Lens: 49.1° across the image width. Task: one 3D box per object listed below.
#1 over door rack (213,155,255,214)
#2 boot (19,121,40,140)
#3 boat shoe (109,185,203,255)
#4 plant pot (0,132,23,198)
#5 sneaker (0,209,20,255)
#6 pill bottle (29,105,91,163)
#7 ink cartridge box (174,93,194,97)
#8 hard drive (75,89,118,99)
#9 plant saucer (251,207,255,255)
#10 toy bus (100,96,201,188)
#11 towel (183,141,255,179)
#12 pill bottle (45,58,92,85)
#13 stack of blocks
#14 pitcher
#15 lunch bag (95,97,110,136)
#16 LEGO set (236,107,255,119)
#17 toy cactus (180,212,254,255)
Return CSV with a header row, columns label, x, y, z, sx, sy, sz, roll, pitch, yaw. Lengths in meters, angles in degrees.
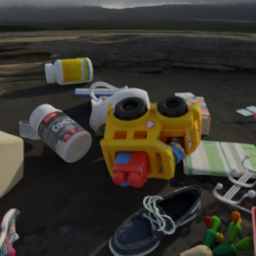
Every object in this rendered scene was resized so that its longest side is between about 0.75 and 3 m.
label,x,y,z,sx,sy,sz,roll,pitch,yaw
over door rack,3.666,1.598,6.912,2.466,0.822,1.822,27,42,37
boot,-3.533,0.054,10.320,1.281,0.612,0.471,4,20,25
boat shoe,0.719,2.016,6.275,2.528,0.782,0.946,-15,46,-28
plant pot,-3.959,0.912,7.721,1.844,1.846,1.634,14,18,27
sneaker,-2.598,2.334,6.147,0.462,0.499,1.239,12,31,-11
pill bottle,-2.301,0.125,9.363,2.050,1.167,1.167,35,40,26
ink cartridge box,2.865,-1.508,14.299,0.865,0.362,0.627,-4,26,-9
hard drive,-0.841,-1.570,13.265,2.793,0.354,1.843,5,3,33
plant saucer,3.272,2.735,4.754,2.445,0.450,2.449,21,29,11
toy bus,0.637,0.587,8.019,2.887,1.959,2.771,-1,40,13
towel,3.023,1.048,9.040,2.555,0.392,1.906,5,28,5
pill bottle,-3.602,-3.393,16.957,2.629,1.483,1.483,-9,27,-19
stack of blocks,2.589,-0.593,11.944,1.408,0.716,2.446,3,26,6
pitcher,-0.329,-0.886,9.655,2.024,1.736,1.227,-10,-9,10
lunch bag,-0.383,-0.584,11.342,1.740,1.247,2.121,1,30,3
LEGO set,6.119,-0.659,12.406,1.558,0.512,2.085,-12,28,-15
toy cactus,1.806,2.456,5.553,1.528,0.947,1.852,-13,35,-4
